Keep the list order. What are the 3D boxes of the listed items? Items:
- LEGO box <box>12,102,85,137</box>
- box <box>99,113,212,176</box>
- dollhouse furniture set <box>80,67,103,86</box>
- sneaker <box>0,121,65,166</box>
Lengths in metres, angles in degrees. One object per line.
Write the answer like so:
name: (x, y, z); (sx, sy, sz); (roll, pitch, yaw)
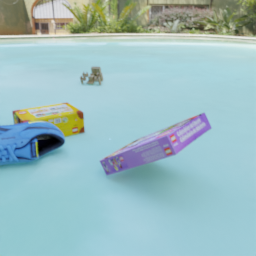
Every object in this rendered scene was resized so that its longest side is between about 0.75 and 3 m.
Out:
LEGO box: (-2.462, -0.192, 8.684); (1.829, 0.706, 1.362); (-13, 24, -30)
box: (0.533, 0.364, 5.936); (2.081, 0.407, 1.424); (-25, 2, 45)
dollhouse furniture set: (-1.911, -2.726, 15.636); (1.114, 0.844, 1.271); (6, 44, 14)
sneaker: (-2.864, 0.457, 6.705); (2.767, 0.912, 1.085); (-15, 25, -35)
